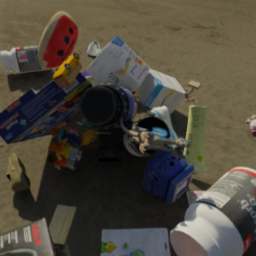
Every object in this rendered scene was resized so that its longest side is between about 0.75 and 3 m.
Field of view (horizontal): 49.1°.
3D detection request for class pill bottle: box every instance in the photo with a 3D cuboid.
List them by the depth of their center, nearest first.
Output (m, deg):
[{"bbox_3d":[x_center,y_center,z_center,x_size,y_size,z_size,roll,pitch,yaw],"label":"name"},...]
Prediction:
[{"bbox_3d":[2.404,2.274,6.967,2.708,1.569,1.569,-30,47,-32],"label":"pill bottle"},{"bbox_3d":[-0.591,-0.698,9.021,1.451,1.451,2.595,8,5,11],"label":"pill bottle"},{"bbox_3d":[0.463,0.335,9.036,1.179,1.179,2.109,-10,-5,-13],"label":"pill bottle"},{"bbox_3d":[-5.374,-3.596,14.767,2.284,1.323,1.323,-11,39,-14],"label":"pill bottle"}]

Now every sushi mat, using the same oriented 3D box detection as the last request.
[{"bbox_3d":[-1.853,2.639,7.719,0.577,0.073,1.206,3,38,6],"label":"sushi mat"}]

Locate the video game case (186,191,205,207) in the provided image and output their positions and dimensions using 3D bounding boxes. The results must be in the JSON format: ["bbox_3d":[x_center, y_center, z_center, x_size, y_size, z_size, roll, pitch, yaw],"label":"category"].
[{"bbox_3d":[2.120,2.258,8.201,0.683,0.086,0.953,1,38,1],"label":"video game case"}]

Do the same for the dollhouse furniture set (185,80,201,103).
[{"bbox_3d":[2.014,-1.036,8.752,0.338,0.763,0.395,27,58,29],"label":"dollhouse furniture set"}]

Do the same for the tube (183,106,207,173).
[{"bbox_3d":[2.177,0.365,8.989,0.551,2.122,0.616,2,5,-25],"label":"tube"}]

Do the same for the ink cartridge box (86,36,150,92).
[{"bbox_3d":[-0.353,-2.244,10.854,1.848,1.337,1.360,42,45,-11],"label":"ink cartridge box"}]

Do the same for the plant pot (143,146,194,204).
[{"bbox_3d":[1.242,1.454,8.395,1.194,1.194,1.074,-31,53,-34],"label":"plant pot"}]

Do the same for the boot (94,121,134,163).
[{"bbox_3d":[-0.286,0.580,10.054,1.921,0.665,1.672,-5,44,-4],"label":"boot"}]

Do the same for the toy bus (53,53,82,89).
[{"bbox_3d":[-1.438,-1.431,6.848,0.343,0.412,1.053,-20,31,30],"label":"toy bus"}]

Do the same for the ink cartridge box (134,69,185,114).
[{"bbox_3d":[1.309,-1.496,11.620,1.591,1.151,1.171,13,37,-32],"label":"ink cartridge box"}]

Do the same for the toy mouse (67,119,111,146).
[{"bbox_3d":[-1.775,0.065,10.507,1.888,0.365,1.678,-26,37,-4],"label":"toy mouse"}]

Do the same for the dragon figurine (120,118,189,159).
[{"bbox_3d":[0.631,0.302,7.530,1.086,0.643,2.185,9,8,-35],"label":"dragon figurine"}]

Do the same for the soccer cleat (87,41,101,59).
[{"bbox_3d":[-1.298,-3.195,11.343,0.504,0.623,1.444,16,20,-3],"label":"soccer cleat"}]

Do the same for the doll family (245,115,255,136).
[{"bbox_3d":[5.539,-0.071,10.830,1.830,0.825,1.136,-6,42,21],"label":"doll family"}]

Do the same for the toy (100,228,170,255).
[{"bbox_3d":[0.166,3.025,6.957,1.674,0.395,0.964,1,40,-1],"label":"toy"}]

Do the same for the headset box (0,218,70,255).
[{"bbox_3d":[-2.557,3.200,5.717,2.822,1.090,2.100,-16,22,-18],"label":"headset box"}]

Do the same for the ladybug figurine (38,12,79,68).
[{"bbox_3d":[-2.837,-3.568,11.658,1.011,1.908,2.811,18,63,1],"label":"ladybug figurine"}]

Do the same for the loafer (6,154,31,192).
[{"bbox_3d":[-3.513,1.374,8.712,0.544,0.614,1.614,-30,37,-15],"label":"loafer"}]

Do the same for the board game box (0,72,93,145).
[{"bbox_3d":[-2.484,-0.683,9.456,2.986,2.984,0.921,-38,86,0],"label":"board game box"}]

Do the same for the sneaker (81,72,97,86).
[{"bbox_3d":[-2.511,-2.388,13.822,2.030,0.706,1.010,2,31,-4],"label":"sneaker"}]

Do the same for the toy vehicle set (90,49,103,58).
[{"bbox_3d":[-1.750,-4.467,16.874,0.703,0.150,1.131,31,47,34],"label":"toy vehicle set"}]

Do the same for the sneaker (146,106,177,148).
[{"bbox_3d":[1.203,0.192,9.875,0.762,0.722,1.886,-11,73,-19],"label":"sneaker"}]

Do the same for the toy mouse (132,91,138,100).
[{"bbox_3d":[0.199,-2.047,13.404,2.828,0.547,2.513,-8,39,-11],"label":"toy mouse"}]

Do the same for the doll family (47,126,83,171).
[{"bbox_3d":[-2.051,0.474,9.105,1.101,0.799,1.774,23,42,-23],"label":"doll family"}]
